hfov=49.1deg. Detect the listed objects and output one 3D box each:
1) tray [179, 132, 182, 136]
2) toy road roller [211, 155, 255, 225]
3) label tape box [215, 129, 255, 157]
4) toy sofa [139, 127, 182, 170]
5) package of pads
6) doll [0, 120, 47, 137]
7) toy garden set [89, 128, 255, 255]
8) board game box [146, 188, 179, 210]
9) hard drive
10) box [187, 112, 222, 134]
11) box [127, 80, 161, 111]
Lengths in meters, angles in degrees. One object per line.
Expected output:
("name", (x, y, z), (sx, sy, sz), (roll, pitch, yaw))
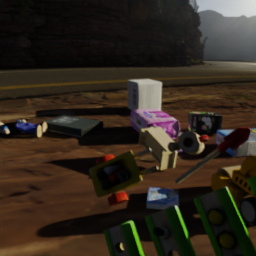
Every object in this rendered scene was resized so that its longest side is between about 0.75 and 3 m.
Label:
("tray", (2.605, 0.298, 12.175), (0.774, 0.086, 0.416), (5, 18, 18))
("toy road roller", (3.053, 1.189, 6.710), (1.268, 1.506, 2.063), (-5, 17, -16))
("label tape box", (4.498, 0.522, 10.519), (1.914, 0.633, 1.372), (-1, 17, -11))
("toy sofa", (1.036, 0.630, 9.191), (0.774, 0.657, 1.586), (-10, 34, -24))
("package of pads", (1.105, -0.189, 12.328), (1.459, 0.916, 2.422), (-6, 18, -15))
("doll", (-4.874, 0.001, 12.319), (2.339, 0.567, 1.596), (4, 19, 13))
("toy garden set", (0.741, 1.081, 3.803), (2.773, 2.312, 0.553), (-27, -22, 19))
("board game box", (0.878, 1.784, 7.069), (0.778, 0.169, 0.775), (2, 18, 8))
("hard drive", (-2.578, -0.119, 13.014), (2.373, 0.390, 1.656), (9, 19, 28))
("box", (3.389, -0.237, 12.521), (1.352, 0.840, 1.004), (2, 11, 4))
("box", (0.923, -1.912, 16.587), (1.519, 1.765, 1.774), (-6, 18, -19))
